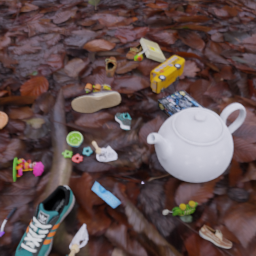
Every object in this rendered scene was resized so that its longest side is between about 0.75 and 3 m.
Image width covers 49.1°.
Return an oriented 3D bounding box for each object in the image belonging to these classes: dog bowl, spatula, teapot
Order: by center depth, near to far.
[{"bbox_3d":[-3.771,2.926,8.553,0.344,0.125,1.219,-7,38,26],"label":"spatula"},{"bbox_3d":[-0.733,2.166,8.987,1.155,0.644,0.286,29,71,40],"label":"dog bowl"},{"bbox_3d":[2.411,0.296,9.782,2.898,2.144,2.936,15,47,14],"label":"teapot"}]

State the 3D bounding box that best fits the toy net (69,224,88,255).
[{"bbox_3d":[-1.558,3.546,7.519,0.365,0.992,1.891,36,54,-8],"label":"toy net"}]

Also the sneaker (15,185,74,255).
[{"bbox_3d":[-2.432,2.739,7.921,0.907,1.015,2.541,20,60,12],"label":"sneaker"}]

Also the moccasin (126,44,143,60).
[{"bbox_3d":[0.362,-4.127,15.131,0.517,0.545,1.412,31,54,26],"label":"moccasin"}]

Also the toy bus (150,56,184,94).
[{"bbox_3d":[1.851,-2.607,13.519,0.917,0.762,2.343,32,54,27],"label":"toy bus"}]

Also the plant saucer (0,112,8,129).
[{"bbox_3d":[-5.566,-0.220,11.620,1.128,0.211,1.128,0,45,0],"label":"plant saucer"}]

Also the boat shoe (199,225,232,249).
[{"bbox_3d":[2.573,3.166,8.151,0.970,0.348,0.367,23,11,8],"label":"boat shoe"}]

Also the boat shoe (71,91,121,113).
[{"bbox_3d":[-1.377,-1.183,12.231,2.129,0.766,0.690,-12,23,3],"label":"boat shoe"}]

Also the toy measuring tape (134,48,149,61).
[{"bbox_3d":[0.745,-3.818,14.791,0.989,0.364,0.364,-32,42,22],"label":"toy measuring tape"}]

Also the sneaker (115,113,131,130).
[{"bbox_3d":[-0.151,-0.395,11.402,0.468,0.550,1.207,8,24,-29],"label":"sneaker"}]

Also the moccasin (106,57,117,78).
[{"bbox_3d":[-0.887,-3.179,14.213,0.528,0.557,1.443,8,47,8],"label":"moccasin"}]

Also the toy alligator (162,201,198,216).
[{"bbox_3d":[1.678,2.610,8.752,1.213,0.402,0.291,-13,41,-13],"label":"toy alligator"}]

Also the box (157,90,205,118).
[{"bbox_3d":[2.318,-0.843,12.078,1.384,0.401,1.742,-25,51,-22],"label":"box"}]

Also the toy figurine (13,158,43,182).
[{"bbox_3d":[-3.492,1.409,9.882,0.971,0.792,1.055,1,20,-18],"label":"toy figurine"}]

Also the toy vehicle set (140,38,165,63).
[{"bbox_3d":[1.306,-4.174,15.097,1.038,0.221,1.670,12,41,-26],"label":"toy vehicle set"}]

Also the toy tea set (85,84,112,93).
[{"bbox_3d":[-1.322,-1.604,12.659,1.352,0.804,0.500,8,73,27],"label":"toy tea set"}]

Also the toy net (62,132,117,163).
[{"bbox_3d":[-1.401,0.871,10.331,1.983,0.383,1.040,16,58,8],"label":"toy net"}]
